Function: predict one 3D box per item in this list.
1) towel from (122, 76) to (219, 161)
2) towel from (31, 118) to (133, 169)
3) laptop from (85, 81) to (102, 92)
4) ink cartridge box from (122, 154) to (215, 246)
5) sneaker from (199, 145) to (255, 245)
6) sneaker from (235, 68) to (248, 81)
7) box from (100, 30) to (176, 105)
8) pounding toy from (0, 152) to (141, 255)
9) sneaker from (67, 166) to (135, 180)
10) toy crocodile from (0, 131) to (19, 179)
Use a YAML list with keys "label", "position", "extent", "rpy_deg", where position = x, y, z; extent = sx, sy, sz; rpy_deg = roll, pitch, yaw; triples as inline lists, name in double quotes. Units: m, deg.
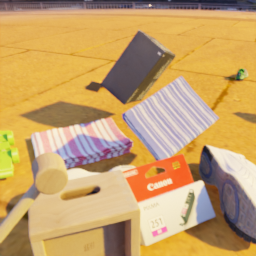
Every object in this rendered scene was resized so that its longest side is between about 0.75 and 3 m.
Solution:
- label: "towel"
  position: [1.032, -0.261, 6.725]
  extent: [2.051, 0.245, 1.485]
  rpy_deg: [-34, 77, -22]
- label: "towel"
  position: [-1.447, 0.382, 8.448]
  extent: [2.733, 0.409, 2.000]
  rpy_deg: [-12, 30, -21]
- label: "laptop"
  position: [-1.420, -1.867, 12.983]
  extent: [0.755, 0.467, 0.806]
  rpy_deg: [19, 5, 30]
- label: "ink cartridge box"
  position: [0.792, 1.372, 5.735]
  extent: [1.683, 1.461, 0.366]
  rpy_deg: [-13, -13, -23]
- label: "sneaker"
  position: [2.577, 1.264, 6.195]
  extent: [1.277, 1.092, 2.932]
  rpy_deg: [2, 29, -7]
- label: "sneaker"
  position: [5.773, -2.770, 14.116]
  extent: [0.501, 0.547, 1.284]
  rpy_deg: [14, 31, 25]
- label: "box"
  position: [0.376, -1.867, 8.916]
  extent: [1.043, 2.004, 1.825]
  rpy_deg: [41, 19, 7]
- label: "pounding toy"
  position: [-1.051, 1.341, 4.389]
  extent: [2.253, 2.565, 1.173]
  rpy_deg: [-9, 30, -15]
- label: "sneaker"
  position: [-0.675, 1.459, 5.893]
  extent: [2.517, 0.942, 1.254]
  rpy_deg: [-9, 30, -16]
- label: "toy crocodile"
  position: [-3.452, 0.688, 7.736]
  extent: [0.736, 0.673, 2.181]
  rpy_deg: [-12, 35, -23]
